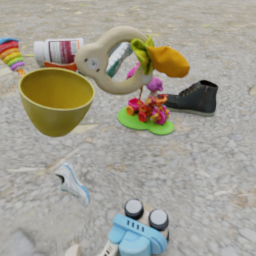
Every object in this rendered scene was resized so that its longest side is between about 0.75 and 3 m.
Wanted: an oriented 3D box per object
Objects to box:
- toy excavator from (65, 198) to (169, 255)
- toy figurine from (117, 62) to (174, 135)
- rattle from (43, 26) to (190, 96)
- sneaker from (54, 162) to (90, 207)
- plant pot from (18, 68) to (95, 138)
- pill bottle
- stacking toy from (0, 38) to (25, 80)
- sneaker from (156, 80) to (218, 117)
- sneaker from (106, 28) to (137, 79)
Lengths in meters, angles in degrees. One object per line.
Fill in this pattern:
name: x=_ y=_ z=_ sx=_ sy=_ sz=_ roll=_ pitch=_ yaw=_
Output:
toy excavator: x=-0.199 y=2.670 z=6.410 sx=1.946 sy=0.999 sz=2.001 roll=16 pitch=46 yaw=24
toy figurine: x=0.751 y=-1.282 z=10.857 sx=1.949 sy=2.390 sz=2.597 roll=-27 pitch=43 yaw=-34
rattle: x=-0.381 y=-1.307 z=6.856 sx=2.916 sy=1.898 sz=2.083 roll=-10 pitch=48 yaw=-24
sneaker: x=-1.231 y=1.298 z=6.011 sx=0.395 sy=1.054 sz=0.457 roll=-31 pitch=3 yaw=41
plant pot: x=-1.266 y=-0.357 z=4.923 sx=1.238 sy=0.879 sz=1.238 roll=11 pitch=39 yaw=-9
pill bottle: x=-3.899 y=-4.322 z=16.103 sx=2.697 sy=1.540 sz=1.540 roll=-4 pitch=34 yaw=-7
stacking toy: x=-3.648 y=-2.114 z=9.030 sx=0.829 sy=1.428 sz=0.784 roll=-30 pitch=4 yaw=14
sneaker: x=2.464 y=-1.453 z=11.960 sx=2.668 sy=1.417 sz=0.998 roll=11 pitch=36 yaw=16
sneaker: x=-0.444 y=-2.578 z=9.003 sx=0.981 sy=0.834 sz=2.151 roll=30 pitch=62 yaw=11
